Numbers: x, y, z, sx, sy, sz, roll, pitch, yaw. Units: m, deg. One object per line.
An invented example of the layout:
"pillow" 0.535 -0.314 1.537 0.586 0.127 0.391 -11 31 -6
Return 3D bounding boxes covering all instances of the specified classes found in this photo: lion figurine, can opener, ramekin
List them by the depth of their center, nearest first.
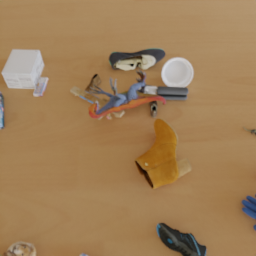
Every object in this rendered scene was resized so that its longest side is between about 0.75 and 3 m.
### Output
"lion figurine" -3.528 4.472 7.822 1.500 0.888 2.449 6 66 -5
"can opener" 1.462 -1.657 12.493 2.388 0.628 0.794 5 49 3
"ramekin" 2.177 -2.498 12.672 1.396 1.396 0.680 1 20 1

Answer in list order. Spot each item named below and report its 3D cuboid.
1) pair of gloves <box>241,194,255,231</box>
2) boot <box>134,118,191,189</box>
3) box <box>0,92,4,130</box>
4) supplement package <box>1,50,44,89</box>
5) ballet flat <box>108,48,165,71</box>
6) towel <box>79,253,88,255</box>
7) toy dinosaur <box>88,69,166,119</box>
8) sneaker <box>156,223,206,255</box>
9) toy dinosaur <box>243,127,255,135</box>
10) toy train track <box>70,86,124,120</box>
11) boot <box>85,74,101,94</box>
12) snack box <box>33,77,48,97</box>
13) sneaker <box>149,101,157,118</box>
"pair of gloves" 5.139 2.524 9.373 2.190 0.310 2.724 28 59 26
"boot" 1.007 0.850 10.323 1.843 0.906 2.574 -15 62 -24
"box" -5.581 -1.022 11.582 0.359 1.300 1.904 -15 54 -6
"supplement package" -4.898 -2.770 13.152 1.324 0.943 1.700 2 52 1
"ballet flat" 0.442 -3.204 13.517 2.775 1.014 1.014 -3 53 2
"towel" -0.720 4.542 8.037 1.879 0.224 1.380 12 54 9
"toy dinosaur" -0.220 -1.109 11.271 2.974 1.562 2.699 38 77 0
"sneaker" 1.628 3.494 8.678 1.684 0.617 0.690 38 48 17
"toy dinosaur" 5.118 0.159 11.400 0.844 0.200 0.372 9 39 7
"toy train track" -1.367 -1.065 12.180 2.717 0.442 1.558 28 59 20
"boot" -1.679 -2.014 12.867 0.449 0.460 1.220 17 54 19
"snack box" -4.060 -1.917 13.010 0.408 0.138 1.134 3 53 1
"sneaker" 1.131 -0.952 12.079 0.373 0.400 1.059 3 56 -7
